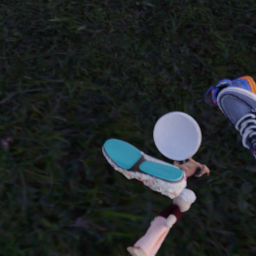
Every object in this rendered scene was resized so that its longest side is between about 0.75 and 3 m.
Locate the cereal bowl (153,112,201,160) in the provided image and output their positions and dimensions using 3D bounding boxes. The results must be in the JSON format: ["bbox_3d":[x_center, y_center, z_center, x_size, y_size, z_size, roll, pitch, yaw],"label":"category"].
[{"bbox_3d":[1.608,0.218,8.887,1.519,1.519,0.633,33,30,20],"label":"cereal bowl"}]

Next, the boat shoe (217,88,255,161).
[{"bbox_3d":[3.303,0.001,7.337,2.746,1.025,1.273,45,39,20],"label":"boat shoe"}]

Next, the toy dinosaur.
[{"bbox_3d":[2.315,1.583,10.581,1.497,0.643,1.015,-27,67,-11],"label":"toy dinosaur"}]

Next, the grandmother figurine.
[{"bbox_3d":[0.969,2.523,7.468,2.301,1.396,0.697,-43,96,-23],"label":"grandmother figurine"}]

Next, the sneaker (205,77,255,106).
[{"bbox_3d":[3.272,-1.210,9.721,0.989,2.522,0.950,-15,89,-12],"label":"sneaker"}]

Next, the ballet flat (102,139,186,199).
[{"bbox_3d":[0.338,1.171,7.667,2.640,0.844,0.998,24,44,32],"label":"ballet flat"}]
